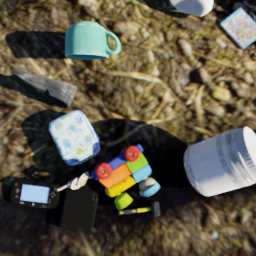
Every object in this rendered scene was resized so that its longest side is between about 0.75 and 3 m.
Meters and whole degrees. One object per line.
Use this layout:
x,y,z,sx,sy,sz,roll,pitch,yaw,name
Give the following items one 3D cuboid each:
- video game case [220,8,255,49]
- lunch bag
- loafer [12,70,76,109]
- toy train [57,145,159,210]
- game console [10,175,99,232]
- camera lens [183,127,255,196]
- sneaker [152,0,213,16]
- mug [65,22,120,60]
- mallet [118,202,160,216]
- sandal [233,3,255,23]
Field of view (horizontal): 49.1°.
4.458,-3.908,10.997,0.988,0.123,1.380,-38,76,8,video game case
-1.785,0.352,9.560,1.359,0.697,1.690,-28,75,-7,lunch bag
-3.004,-1.549,10.128,2.339,0.851,0.845,26,67,-2,loafer
-0.543,1.898,8.942,2.916,1.234,1.687,-31,89,-9,toy train
-2.435,2.348,9.150,2.858,0.345,1.686,7,73,3,game console
2.889,1.058,8.503,2.092,1.673,1.673,-28,70,35,camera lens
2.061,-5.195,11.210,2.658,0.955,0.963,23,48,10,sneaker
-1.321,-3.112,10.063,1.849,1.520,1.144,-1,97,-18,mug
0.373,2.759,9.105,1.350,0.278,0.444,-14,78,1,mallet
4.730,-4.458,11.207,0.550,0.310,1.446,-33,76,-9,sandal
